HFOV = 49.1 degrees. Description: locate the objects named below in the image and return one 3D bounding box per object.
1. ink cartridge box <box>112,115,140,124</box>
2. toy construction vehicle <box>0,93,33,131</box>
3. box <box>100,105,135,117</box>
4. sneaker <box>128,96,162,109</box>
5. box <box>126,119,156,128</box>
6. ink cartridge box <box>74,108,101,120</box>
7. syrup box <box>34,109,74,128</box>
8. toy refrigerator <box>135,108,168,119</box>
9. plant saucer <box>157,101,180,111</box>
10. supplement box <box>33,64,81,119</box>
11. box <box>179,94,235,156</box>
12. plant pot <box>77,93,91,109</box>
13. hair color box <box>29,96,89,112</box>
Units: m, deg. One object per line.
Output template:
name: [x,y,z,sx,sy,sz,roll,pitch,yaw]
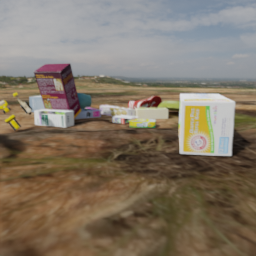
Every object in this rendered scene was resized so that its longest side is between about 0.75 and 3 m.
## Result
ink cartridge box: [-0.095,-0.336,11.725,0.597,0.276,1.096,-14,16,-43]
toy construction vehicle: [-4.024,-0.581,10.045,0.995,1.143,0.403,-41,3,-17]
box: [-0.564,-0.791,13.783,0.449,0.480,2.319,-8,14,-39]
sneaker: [0.870,-1.416,16.090,1.333,0.904,2.308,10,13,38]
box: [0.506,-0.181,10.994,1.137,0.275,0.667,3,11,8]
ink cartridge box: [-2.498,-0.679,13.359,2.096,0.440,1.251,-10,14,-35]
syrup box: [-2.965,-0.395,11.197,1.528,0.602,0.622,4,11,23]
toy refrigerator: [1.092,-0.696,13.113,1.465,0.512,0.556,-2,11,-8]
plant saucer: [2.778,-1.080,14.306,2.545,0.395,2.545,6,2,0]
supplement box: [-2.865,-1.466,11.597,1.212,2.197,0.941,3,32,17]
box: [2.082,-0.194,7.876,1.254,1.392,2.475,2,10,9]
plant pot: [-2.142,-1.234,13.012,0.764,0.813,0.813,-4,11,-28]
hair color box: [-3.742,-1.295,15.351,2.925,0.887,1.448,3,11,20]
